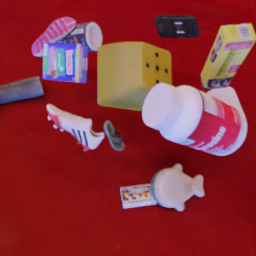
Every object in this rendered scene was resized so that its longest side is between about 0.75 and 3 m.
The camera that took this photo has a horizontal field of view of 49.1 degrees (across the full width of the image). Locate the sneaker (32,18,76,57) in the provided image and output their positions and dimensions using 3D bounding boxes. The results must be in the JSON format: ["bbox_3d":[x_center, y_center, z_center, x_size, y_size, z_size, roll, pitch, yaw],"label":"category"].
[{"bbox_3d":[-2.668,-3.315,10.539,1.990,0.871,0.734,-38,72,12],"label":"sneaker"}]

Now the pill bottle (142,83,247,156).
[{"bbox_3d":[1.934,-0.250,8.209,2.906,1.631,1.631,17,36,-29],"label":"pill bottle"}]

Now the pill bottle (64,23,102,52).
[{"bbox_3d":[-2.454,-4.092,12.893,2.327,1.236,1.236,5,41,30],"label":"pill bottle"}]

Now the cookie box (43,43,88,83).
[{"bbox_3d":[-2.100,-2.161,9.314,1.431,1.224,0.538,8,11,22],"label":"cookie box"}]

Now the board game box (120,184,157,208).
[{"bbox_3d":[0.338,2.259,9.303,1.106,0.191,0.698,-6,45,-7],"label":"board game box"}]

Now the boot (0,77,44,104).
[{"bbox_3d":[-5.289,-1.382,12.706,2.828,1.026,2.571,-5,45,-15],"label":"boot"}]

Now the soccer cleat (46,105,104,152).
[{"bbox_3d":[-1.259,-0.089,6.753,0.680,1.597,0.548,-40,25,10],"label":"soccer cleat"}]

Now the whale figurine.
[{"bbox_3d":[1.591,1.936,9.184,1.887,0.979,1.501,1,81,-26],"label":"whale figurine"}]

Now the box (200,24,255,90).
[{"bbox_3d":[3.058,-2.147,8.880,0.940,2.497,0.626,-6,65,-5],"label":"box"}]

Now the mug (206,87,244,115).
[{"bbox_3d":[3.799,-0.425,11.478,1.606,2.005,1.646,14,44,-34],"label":"mug"}]

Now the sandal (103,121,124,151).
[{"bbox_3d":[-0.406,0.288,8.971,0.345,1.210,0.481,-6,41,30],"label":"sandal"}]

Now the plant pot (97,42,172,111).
[{"bbox_3d":[0.332,-1.766,9.325,2.038,2.038,1.797,5,-8,-42],"label":"plant pot"}]

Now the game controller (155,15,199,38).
[{"bbox_3d":[2.100,-4.280,11.840,1.979,0.417,1.032,-7,84,-17],"label":"game controller"}]
